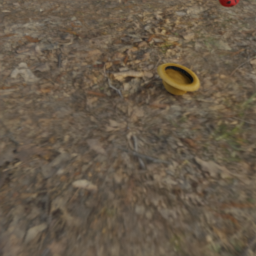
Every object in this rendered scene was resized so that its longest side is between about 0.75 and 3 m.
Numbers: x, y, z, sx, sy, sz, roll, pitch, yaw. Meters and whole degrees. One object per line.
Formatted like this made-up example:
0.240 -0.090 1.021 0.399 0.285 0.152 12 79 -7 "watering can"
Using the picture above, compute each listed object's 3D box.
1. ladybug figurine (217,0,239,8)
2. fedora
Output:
3.790 -5.046 10.424 0.990 1.458 0.525 -41 53 15 "ladybug figurine"
1.926 -1.864 11.225 1.807 0.737 1.807 10 44 -10 "fedora"
